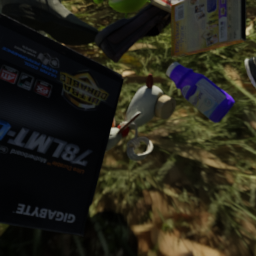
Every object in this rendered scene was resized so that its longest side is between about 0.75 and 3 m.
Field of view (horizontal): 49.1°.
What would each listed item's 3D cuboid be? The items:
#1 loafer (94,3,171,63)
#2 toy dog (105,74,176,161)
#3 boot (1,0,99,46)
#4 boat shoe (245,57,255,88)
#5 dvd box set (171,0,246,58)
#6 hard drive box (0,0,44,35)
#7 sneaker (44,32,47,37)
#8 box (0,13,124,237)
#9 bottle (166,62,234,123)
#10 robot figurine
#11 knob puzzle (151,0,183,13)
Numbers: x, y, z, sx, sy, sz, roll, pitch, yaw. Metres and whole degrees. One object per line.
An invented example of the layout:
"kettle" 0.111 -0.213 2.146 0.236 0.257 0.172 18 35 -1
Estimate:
"loafer" 0.451 -2.696 7.706 2.840 1.021 0.894 -33 88 -18
"toy dog" 0.096 -0.365 5.531 1.264 0.923 1.917 11 47 31
"boot" -1.877 -3.311 7.180 0.981 2.897 1.892 -9 83 41
"boat shoe" 3.360 -0.851 6.379 0.758 0.605 2.005 -6 68 -44
"dvd box set" 1.687 -2.315 6.127 0.252 1.255 1.716 1 -2 -43
"hard drive box" -2.802 -2.917 7.332 0.458 1.193 0.930 21 45 25
"sneaker" -2.754 -3.280 9.016 0.375 0.432 0.975 2 77 -28
"box" -1.592 -0.048 4.086 2.737 0.680 2.717 23 70 -29
"bottle" 1.439 -0.784 5.795 0.489 0.625 1.497 -36 71 -28
"robot figurine" -0.211 -4.341 7.793 2.120 2.417 1.398 -34 38 -1
"knob puzzle" 1.684 -3.705 7.472 2.632 0.365 2.632 13 61 -23
